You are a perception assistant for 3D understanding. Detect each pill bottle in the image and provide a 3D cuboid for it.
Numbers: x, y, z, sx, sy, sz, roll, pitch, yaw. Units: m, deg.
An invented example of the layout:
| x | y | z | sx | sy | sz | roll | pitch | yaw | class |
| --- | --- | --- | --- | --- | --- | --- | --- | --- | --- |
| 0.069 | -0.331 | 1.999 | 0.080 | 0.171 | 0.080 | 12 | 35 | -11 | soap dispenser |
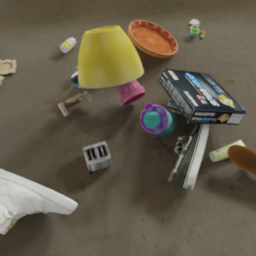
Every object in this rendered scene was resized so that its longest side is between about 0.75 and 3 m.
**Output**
| x | y | z | sx | sy | sz | roll | pitch | yaw | class |
| --- | --- | --- | --- | --- | --- | --- | --- | --- | --- |
| -2.885 | -4.002 | 13.525 | 0.444 | 0.444 | 0.812 | 27 | 59 | 18 | pill bottle |

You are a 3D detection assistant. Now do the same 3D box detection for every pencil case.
| x | y | z | sx | sy | sz | roll | pitch | yaw | class |
| --- | --- | --- | --- | --- | --- | --- | --- | --- | --- |
| 1.118 | -0.272 | 9.860 | 0.946 | 2.222 | 1.027 | -18 | 84 | 16 | pencil case |

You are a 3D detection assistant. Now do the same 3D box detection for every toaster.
| x | y | z | sx | sy | sz | roll | pitch | yaw | class |
| --- | --- | --- | --- | --- | --- | --- | --- | --- | --- |
| -1.089 | 1.034 | 9.895 | 0.879 | 0.577 | 0.973 | -16 | 57 | -10 | toaster |

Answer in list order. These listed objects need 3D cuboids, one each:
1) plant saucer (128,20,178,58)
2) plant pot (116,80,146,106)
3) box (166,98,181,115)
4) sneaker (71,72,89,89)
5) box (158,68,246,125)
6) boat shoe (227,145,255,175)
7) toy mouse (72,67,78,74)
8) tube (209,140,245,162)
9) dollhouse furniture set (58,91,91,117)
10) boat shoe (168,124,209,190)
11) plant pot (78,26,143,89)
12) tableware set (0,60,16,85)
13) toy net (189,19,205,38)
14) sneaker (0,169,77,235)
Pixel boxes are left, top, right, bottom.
| x | y | z | sx | sy | sz | roll | pitch | yaw | class |
| --- | --- | --- | --- | --- | --- | --- | --- | --- | --- |
| 1.145 | -4.150 | 13.226 | 2.533 | 0.409 | 2.533 | 15 | 47 | -16 | plant saucer |
| 0.022 | -1.558 | 11.166 | 1.100 | 1.100 | 0.984 | -25 | 82 | -17 | plant pot |
| 2.244 | -0.842 | 11.429 | 1.264 | 0.219 | 0.696 | 16 | 55 | 11 | box |
| -1.468 | -2.534 | 12.315 | 2.522 | 0.945 | 1.093 | -26 | 52 | -27 | sneaker |
| 2.697 | -1.218 | 10.609 | 2.249 | 0.651 | 2.830 | 2 | 39 | -22 | box |
| 4.353 | 1.245 | 9.595 | 2.109 | 0.741 | 0.742 | 32 | 97 | 11 | boat shoe |
| -2.217 | -2.499 | 12.435 | 0.798 | 0.709 | 0.154 | -26 | 84 | -54 | toy mouse |
| 3.669 | 0.867 | 10.180 | 1.453 | 0.377 | 0.422 | -17 | 97 | -15 | tube |
| -2.175 | -0.988 | 11.416 | 1.247 | 0.647 | 0.552 | -30 | 100 | -20 | dollhouse furniture set |
| 2.156 | 0.681 | 9.807 | 0.951 | 1.056 | 2.988 | 17 | 54 | 13 | boat shoe |
| -0.772 | -2.648 | 10.056 | 2.445 | 1.735 | 2.445 | -9 | 27 | 4 | plant pot |
| -6.348 | -2.452 | 12.528 | 2.479 | 0.288 | 2.070 | 7 | 55 | 4 | tableware set |
| 3.568 | -5.212 | 14.470 | 0.799 | 0.294 | 1.523 | 4 | 55 | 3 | toy net |
| -3.095 | 2.485 | 8.480 | 2.931 | 1.080 | 1.694 | 15 | 69 | 17 | sneaker |
